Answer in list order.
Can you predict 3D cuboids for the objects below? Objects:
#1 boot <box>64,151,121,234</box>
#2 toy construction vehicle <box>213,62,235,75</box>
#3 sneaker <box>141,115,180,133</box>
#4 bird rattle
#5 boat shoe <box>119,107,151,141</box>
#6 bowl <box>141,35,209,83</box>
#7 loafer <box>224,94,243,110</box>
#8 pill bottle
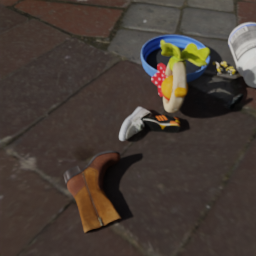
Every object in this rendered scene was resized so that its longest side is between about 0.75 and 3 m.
[{"bbox_3d":[-0.741,1.785,8.238,1.907,0.694,2.026,-21,54,-18],"label":"boot"},{"bbox_3d":[4.200,-2.646,12.261,0.747,0.302,0.859,-12,51,-10],"label":"toy construction vehicle"},{"bbox_3d":[1.162,-0.225,10.107,1.417,0.495,0.637,9,46,1],"label":"sneaker"},{"bbox_3d":[1.499,-1.663,9.889,1.623,2.881,2.349,10,65,-12],"label":"bird rattle"},{"bbox_3d":[0.286,-0.152,9.893,0.568,0.626,1.701,16,50,22],"label":"boat shoe"},{"bbox_3d":[2.047,-3.069,12.438,2.992,0.587,2.992,0,50,0],"label":"bowl"},{"bbox_3d":[4.033,-1.041,10.686,0.897,0.326,0.324,-34,41,-21],"label":"loafer"},{"bbox_3d":[5.269,-3.058,11.790,1.553,1.553,2.730,1,50,1],"label":"pill bottle"}]
